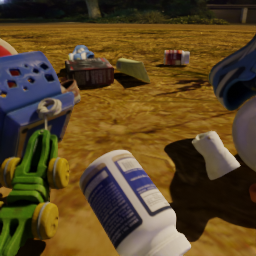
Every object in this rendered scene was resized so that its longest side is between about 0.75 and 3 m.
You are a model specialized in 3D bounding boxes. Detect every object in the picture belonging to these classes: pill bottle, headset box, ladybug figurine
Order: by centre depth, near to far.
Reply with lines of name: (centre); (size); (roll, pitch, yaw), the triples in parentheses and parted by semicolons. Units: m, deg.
pill bottle: (0.058, 0.927, 3.076); (0.737, 0.737, 1.273); (-17, 56, -33)
pill bottle: (3.494, -0.162, 5.675); (2.778, 1.609, 1.609); (-20, 31, -39)
ladybug figurine: (-4.322, -1.812, 8.395); (2.622, 1.780, 0.943); (2, 19, 25)
headset box: (-1.492, -2.262, 11.267); (1.888, 0.729, 1.405); (-9, 32, -15)
pill bottle: (2.529, -3.661, 14.585); (1.276, 0.729, 0.729); (4, 24, 11)

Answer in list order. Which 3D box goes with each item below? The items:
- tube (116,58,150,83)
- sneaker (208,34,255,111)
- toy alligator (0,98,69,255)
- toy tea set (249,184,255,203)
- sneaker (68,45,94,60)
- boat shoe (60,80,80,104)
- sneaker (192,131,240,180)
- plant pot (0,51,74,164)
tube: (0.226, -2.547, 12.062); (0.713, 0.638, 2.459); (16, 11, -29)
sneaker: (2.846, -1.351, 5.689); (1.014, 2.744, 1.128); (23, 49, -19)
toy alligator: (-1.359, 0.692, 4.300); (0.925, 0.671, 2.792); (1, 48, 6)
toy tea set: (2.301, 1.252, 4.154); (0.706, 0.439, 1.187); (-27, 25, 12)
sneaker: (-2.142, -3.307, 13.583); (1.122, 1.009, 2.728); (4, 30, 1)
boat shoe: (-2.250, -0.948, 8.435); (0.825, 0.782, 2.178); (10, 26, 20)
sneaker: (1.431, 0.433, 4.701); (0.490, 0.769, 1.331); (-30, -17, 1)
plant pot: (-2.182, -0.333, 5.720); (1.544, 1.717, 1.717); (44, 43, 15)
